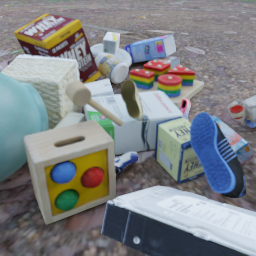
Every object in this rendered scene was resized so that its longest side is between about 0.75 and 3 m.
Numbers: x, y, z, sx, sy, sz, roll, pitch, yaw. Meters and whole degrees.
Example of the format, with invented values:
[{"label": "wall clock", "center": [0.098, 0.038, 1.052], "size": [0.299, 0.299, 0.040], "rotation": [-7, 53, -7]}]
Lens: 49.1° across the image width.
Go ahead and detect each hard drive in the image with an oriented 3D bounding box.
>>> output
[{"label": "hard drive", "center": [1.260, 1.422, 3.705], "size": [2.699, 0.511, 1.886], "rotation": [11, 1, 30]}]

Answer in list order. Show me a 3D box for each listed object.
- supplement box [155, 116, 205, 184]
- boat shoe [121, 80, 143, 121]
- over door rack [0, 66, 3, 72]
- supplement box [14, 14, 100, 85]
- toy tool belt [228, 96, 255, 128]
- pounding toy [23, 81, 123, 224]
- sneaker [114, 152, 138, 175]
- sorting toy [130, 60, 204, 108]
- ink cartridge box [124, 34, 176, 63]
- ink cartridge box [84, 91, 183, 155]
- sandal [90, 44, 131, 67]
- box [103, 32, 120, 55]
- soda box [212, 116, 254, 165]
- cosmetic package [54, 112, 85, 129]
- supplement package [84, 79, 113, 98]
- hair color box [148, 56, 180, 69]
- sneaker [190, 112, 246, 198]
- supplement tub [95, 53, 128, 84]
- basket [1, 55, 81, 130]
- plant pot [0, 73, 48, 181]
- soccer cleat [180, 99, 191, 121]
[{"label": "supplement box", "center": [1.192, 0.479, 6.372], "size": [0.708, 1.055, 1.054], "rotation": [-16, 35, -23]}, {"label": "boat shoe", "center": [0.105, -0.655, 6.780], "size": [0.419, 0.376, 1.132], "rotation": [-20, 59, 18]}, {"label": "over door rack", "center": [-5.699, -1.762, 10.345], "size": [2.901, 0.966, 2.144], "rotation": [4, 30, 7]}, {"label": "supplement box", "center": [-2.545, -2.681, 10.257], "size": [2.214, 2.245, 1.490], "rotation": [27, 59, 38]}, {"label": "toy tool belt", "center": [3.741, -0.397, 8.072], "size": [1.555, 0.956, 0.971], "rotation": [-23, 28, -2]}, {"label": "pounding toy", "center": [-0.779, 0.368, 5.183], "size": [2.006, 2.284, 1.045], "rotation": [-15, 34, -25]}, {"label": "sneaker", "center": [-0.149, 0.859, 6.519], "size": [0.808, 0.326, 0.467], "rotation": [-11, 35, -6]}, {"label": "sorting toy", "center": [1.341, -1.787, 10.495], "size": [2.344, 0.821, 2.359], "rotation": [19, 35, 29]}, {"label": "ink cartridge box", "center": [0.921, -3.748, 13.400], "size": [2.297, 0.877, 1.567], "rotation": [-4, 21, 29]}, {"label": "ink cartridge box", "center": [0.074, -0.178, 7.580], "size": [2.327, 0.966, 1.705], "rotation": [-7, 31, -11]}, {"label": "sandal", "center": [-0.768, -3.256, 13.091], "size": [1.117, 0.675, 2.745], "rotation": [-34, 48, -18]}, {"label": "box", "center": [-0.589, -3.002, 9.882], "size": [0.449, 0.498, 0.885], "rotation": [9, 36, 2]}, {"label": "soda box", "center": [2.424, 0.290, 6.981], "size": [0.479, 0.515, 1.507], "rotation": [-35, 31, 3]}, {"label": "cosmetic package", "center": [-1.557, 0.199, 7.229], "size": [0.488, 0.691, 1.334], "rotation": [10, 31, 11]}, {"label": "supplement package", "center": [-0.922, -0.962, 8.723], "size": [0.929, 0.661, 1.193], "rotation": [-13, 28, -4]}, {"label": "hair color box", "center": [1.648, -2.893, 12.759], "size": [0.747, 0.458, 1.509], "rotation": [22, 37, 33]}, {"label": "sneaker", "center": [1.697, 0.512, 5.333], "size": [0.686, 0.618, 1.761], "rotation": [28, 41, -37]}, {"label": "supplement tub", "center": [-0.700, -2.420, 11.247], "size": [1.217, 0.881, 0.881], "rotation": [37, 45, 27]}, {"label": "basket", "center": [-2.469, -0.913, 7.981], "size": [1.878, 1.862, 1.511], "rotation": [6, 33, 7]}, {"label": "plant pot", "center": [-2.905, -0.121, 6.104], "size": [2.628, 2.628, 1.761], "rotation": [24, 28, 35]}, {"label": "soccer cleat", "center": [1.482, -0.358, 7.531], "size": [0.290, 0.868, 0.332], "rotation": [6, -10, 41]}]
